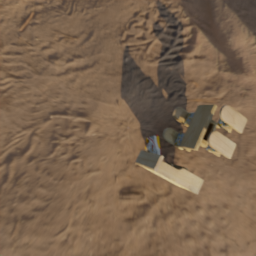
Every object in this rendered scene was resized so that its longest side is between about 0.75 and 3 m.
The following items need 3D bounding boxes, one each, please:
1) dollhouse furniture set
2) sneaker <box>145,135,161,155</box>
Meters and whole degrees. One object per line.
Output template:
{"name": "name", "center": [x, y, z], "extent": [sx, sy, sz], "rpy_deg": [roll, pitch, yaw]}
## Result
{"name": "dollhouse furniture set", "center": [1.644, 0.341, 8.175], "extent": [1.686, 2.224, 2.537], "rpy_deg": [31, 80, -23]}
{"name": "sneaker", "center": [0.827, 0.802, 9.195], "extent": [0.515, 0.488, 1.254], "rpy_deg": [-6, 46, 4]}
